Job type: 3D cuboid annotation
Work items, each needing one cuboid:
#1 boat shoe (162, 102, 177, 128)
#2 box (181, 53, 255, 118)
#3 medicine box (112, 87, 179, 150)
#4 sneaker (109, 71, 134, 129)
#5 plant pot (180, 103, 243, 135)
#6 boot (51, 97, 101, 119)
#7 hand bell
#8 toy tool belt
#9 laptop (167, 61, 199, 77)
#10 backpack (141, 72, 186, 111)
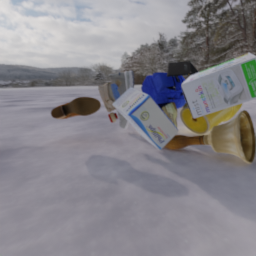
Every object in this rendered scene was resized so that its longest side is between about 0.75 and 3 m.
[{"bbox_3d":[1.544,-0.327,10.701,0.530,1.692,0.620,-16,51,-4],"label":"boat shoe"},{"bbox_3d":[2.769,-1.255,8.150,1.979,1.085,2.243,-18,10,24],"label":"box"},{"bbox_3d":[0.509,-0.332,8.788,0.874,1.546,1.698,-45,26,-3],"label":"medicine box"},{"bbox_3d":[-0.303,-1.148,11.551,1.076,2.623,0.980,3,32,4],"label":"sneaker"},{"bbox_3d":[3.274,-0.879,11.618,2.027,2.154,2.154,-41,32,-27],"label":"plant pot"},{"bbox_3d":[-1.804,-0.725,9.998,1.766,0.651,1.367,-9,5,0],"label":"boot"},{"bbox_3d":[2.236,0.408,8.690,2.880,1.500,1.500,-9,3,38],"label":"hand bell"},{"bbox_3d":[-0.457,-1.002,10.225,0.911,1.482,0.926,-22,-18,0],"label":"toy tool belt"},{"bbox_3d":[2.107,-1.854,10.173,1.300,0.753,1.217,-2,33,12],"label":"laptop"},{"bbox_3d":[1.589,-1.416,10.862,1.691,1.374,1.419,-2,-26,-22],"label":"backpack"}]
